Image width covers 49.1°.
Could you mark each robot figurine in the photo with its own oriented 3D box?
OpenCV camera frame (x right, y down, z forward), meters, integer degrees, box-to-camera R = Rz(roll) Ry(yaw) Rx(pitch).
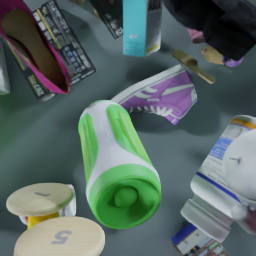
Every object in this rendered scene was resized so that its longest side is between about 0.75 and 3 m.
[{"bbox_3d":[1.881,0.697,3.649,1.487,0.990,1.754,-51,120,-16],"label":"robot figurine"}]

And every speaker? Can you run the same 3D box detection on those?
[{"bbox_3d":[-0.246,0.398,4.512,1.063,2.404,1.063,-6,118,-10],"label":"speaker"}]

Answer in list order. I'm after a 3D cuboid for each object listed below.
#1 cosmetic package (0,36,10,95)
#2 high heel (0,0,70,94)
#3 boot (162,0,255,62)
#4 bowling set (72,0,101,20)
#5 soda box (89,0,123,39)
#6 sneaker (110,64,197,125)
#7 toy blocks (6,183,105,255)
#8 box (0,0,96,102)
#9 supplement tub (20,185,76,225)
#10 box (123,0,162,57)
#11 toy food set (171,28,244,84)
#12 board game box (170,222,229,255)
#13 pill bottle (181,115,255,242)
[{"bbox_3d":[-4.036,-1.816,6.283,1.821,1.823,2.209,-9,89,-1],"label":"cosmetic package"},{"bbox_3d":[-1.525,-1.393,4.459,0.660,1.959,0.942,-44,47,-9],"label":"high heel"},{"bbox_3d":[1.147,-2.073,3.321,2.057,0.819,2.495,35,65,20],"label":"boot"},{"bbox_3d":[-1.049,-3.718,6.755,1.971,1.058,1.372,28,88,1],"label":"bowling set"},{"bbox_3d":[-0.507,-2.641,4.698,0.791,2.497,0.884,-31,68,8],"label":"soda box"},{"bbox_3d":[0.613,-0.530,6.776,2.256,0.818,1.286,-25,91,-1],"label":"sneaker"},{"bbox_3d":[-0.920,2.238,3.608,0.911,2.092,2.510,-7,103,-25],"label":"toy blocks"},{"bbox_3d":[-1.988,-1.907,6.970,1.626,0.495,2.018,-31,88,-3],"label":"box"},{"bbox_3d":[-1.895,1.800,6.652,1.181,0.828,0.828,-7,88,0],"label":"supplement tub"},{"bbox_3d":[0.204,-1.756,3.816,0.354,0.593,1.442,13,120,23],"label":"box"},{"bbox_3d":[2.328,-2.467,6.792,1.711,0.424,2.692,37,77,4],"label":"toy food set"},{"bbox_3d":[1.751,2.934,6.748,0.906,0.550,1.136,-38,88,-1],"label":"board game box"},{"bbox_3d":[1.954,0.951,5.240,1.214,1.214,2.166,33,88,1],"label":"pill bottle"}]
